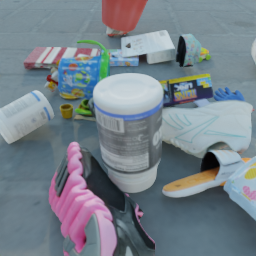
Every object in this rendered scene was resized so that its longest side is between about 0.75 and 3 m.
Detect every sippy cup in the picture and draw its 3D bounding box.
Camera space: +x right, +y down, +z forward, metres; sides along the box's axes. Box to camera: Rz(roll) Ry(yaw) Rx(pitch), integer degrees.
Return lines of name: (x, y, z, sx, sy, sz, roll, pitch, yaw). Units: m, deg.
sippy cup: (-1.126, -1.282, 7.181, 1.225, 1.313, 1.672, 4, 73, -2)

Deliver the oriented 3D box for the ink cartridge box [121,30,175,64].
ink cartridge box: (0.734, -3.166, 11.091, 1.941, 0.487, 2.236, -9, 35, 5)

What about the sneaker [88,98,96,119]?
sneaker: (-0.343, -0.037, 6.068, 0.598, 1.508, 0.568, -17, 32, 56)

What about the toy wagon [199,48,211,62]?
toy wagon: (2.526, -2.827, 10.827, 1.240, 0.245, 0.962, -19, 40, -24)

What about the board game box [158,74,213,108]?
board game box: (0.775, -0.761, 6.881, 1.697, 0.582, 2.053, -10, 2, -15)

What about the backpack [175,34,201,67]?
backpack: (2.043, -2.669, 9.541, 0.753, 1.000, 0.887, -12, 43, -3)

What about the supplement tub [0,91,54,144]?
supplement tub: (-2.515, -0.277, 6.718, 1.245, 0.821, 0.821, -34, 47, -24)

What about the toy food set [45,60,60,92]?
toy food set: (-2.164, -1.491, 8.675, 0.554, 0.522, 1.160, -29, 42, 34)

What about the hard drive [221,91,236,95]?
hard drive: (2.958, -0.763, 8.068, 0.579, 0.182, 0.859, 9, 37, 13)

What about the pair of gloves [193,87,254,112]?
pair of gloves: (2.528, -0.621, 7.664, 1.554, 0.177, 1.249, -20, 43, -10)

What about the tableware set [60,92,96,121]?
tableware set: (-1.328, -1.016, 8.267, 1.570, 0.358, 2.331, 6, 37, 9)

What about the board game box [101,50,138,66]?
board game box: (-0.329, -2.646, 10.573, 1.386, 0.254, 1.049, 0, 36, -1)

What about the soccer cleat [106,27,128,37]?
soccer cleat: (-0.452, -4.582, 12.993, 1.203, 0.512, 0.413, -18, 40, -22)

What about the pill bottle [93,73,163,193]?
pill bottle: (0.042, 0.155, 5.058, 1.144, 2.011, 1.144, -2, 38, 2)

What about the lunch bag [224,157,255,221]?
lunch bag: (2.693, 1.208, 4.558, 1.897, 1.206, 1.609, -12, 38, -33)

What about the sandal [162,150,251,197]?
sandal: (1.603, 0.771, 5.385, 2.081, 0.596, 0.797, -14, 6, -17)

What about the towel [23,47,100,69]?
towel: (-2.408, -2.642, 10.570, 2.562, 0.291, 1.845, 2, 34, -1)

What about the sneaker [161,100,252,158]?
sneaker: (1.259, 0.105, 6.072, 2.684, 1.076, 0.944, -6, -12, 29)

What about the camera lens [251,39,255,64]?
camera lens: (4.961, -2.496, 9.498, 1.278, 1.278, 1.598, 6, 37, 8)

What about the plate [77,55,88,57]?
plate: (-1.309, -2.125, 9.602, 1.151, 0.186, 1.154, 10, 50, 2)

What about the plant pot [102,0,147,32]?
plant pot: (-0.227, -5.359, 12.024, 2.150, 1.902, 2.150, 11, 41, -9)

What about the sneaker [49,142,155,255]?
sneaker: (-0.475, 1.280, 4.793, 1.384, 1.147, 2.902, 18, 19, -29)
